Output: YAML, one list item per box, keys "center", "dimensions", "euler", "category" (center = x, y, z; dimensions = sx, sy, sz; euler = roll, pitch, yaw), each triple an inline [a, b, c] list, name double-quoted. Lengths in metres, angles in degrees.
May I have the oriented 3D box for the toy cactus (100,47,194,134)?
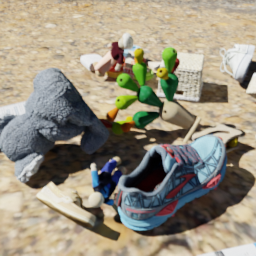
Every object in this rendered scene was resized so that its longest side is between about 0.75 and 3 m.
- center: [0.689, -0.730, 7.741]
  dimensions: [2.409, 2.920, 1.493]
  euler: [29, 18, -16]
  category: "toy cactus"

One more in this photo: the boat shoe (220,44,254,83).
- center: [4.182, -2.715, 11.035]
  dimensions: [1.228, 1.064, 2.880]
  euler: [19, 41, 17]
  category: "boat shoe"

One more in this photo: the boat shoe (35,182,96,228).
- center: [-1.239, 1.517, 5.770]
  dimensions: [1.584, 0.584, 0.548]
  euler: [16, 58, 33]
  category: "boat shoe"

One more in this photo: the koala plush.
- center: [-2.151, -0.048, 6.964]
  dimensions: [2.474, 2.273, 2.194]
  euler: [-37, 70, -2]
  category: "koala plush"

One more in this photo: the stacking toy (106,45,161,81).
- center: [0.275, -2.768, 11.333]
  dimensions: [1.909, 0.891, 2.109]
  euler: [16, 41, 20]
  category: "stacking toy"

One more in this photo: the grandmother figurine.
- center: [-0.508, -2.626, 10.157]
  dimensions: [0.607, 2.004, 1.215]
  euler: [-9, 69, -46]
  category: "grandmother figurine"

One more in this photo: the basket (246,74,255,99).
- center: [4.469, -1.252, 9.004]
  dimensions: [0.910, 0.739, 0.919]
  euler: [29, 0, -10]
  category: "basket"

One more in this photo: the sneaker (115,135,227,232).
- center: [1.009, 0.869, 5.784]
  dimensions: [2.893, 1.382, 1.147]
  euler: [-34, 40, -23]
  category: "sneaker"

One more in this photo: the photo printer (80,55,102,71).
- center: [-1.451, -2.756, 11.697]
  dimensions: [0.878, 0.366, 1.055]
  euler: [-14, 39, -29]
  category: "photo printer"

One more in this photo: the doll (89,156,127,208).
- center: [-0.499, 1.194, 6.147]
  dimensions: [0.364, 1.024, 1.501]
  euler: [-21, 17, 26]
  category: "doll"

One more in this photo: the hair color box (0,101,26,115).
- center: [-3.481, -0.102, 8.038]
  dimensions: [2.137, 0.648, 1.058]
  euler: [-17, 41, -20]
  category: "hair color box"

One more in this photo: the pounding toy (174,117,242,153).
- center: [2.176, 0.351, 7.118]
  dimensions: [1.805, 1.036, 1.032]
  euler: [-20, 38, -24]
  category: "pounding toy"

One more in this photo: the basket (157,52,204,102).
- center: [1.899, -1.849, 9.886]
  dimensions: [1.494, 1.212, 1.507]
  euler: [9, 37, 14]
  category: "basket"

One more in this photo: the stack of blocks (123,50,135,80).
- center: [0.092, -2.382, 10.488]
  dimensions: [0.411, 0.809, 1.405]
  euler: [13, 40, -3]
  category: "stack of blocks"

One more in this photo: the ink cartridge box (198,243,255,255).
- center: [1.716, 2.660, 4.313]
  dimensions: [1.829, 0.770, 1.322]
  euler: [-7, 38, -9]
  category: "ink cartridge box"
